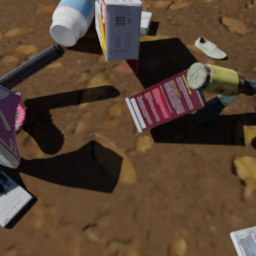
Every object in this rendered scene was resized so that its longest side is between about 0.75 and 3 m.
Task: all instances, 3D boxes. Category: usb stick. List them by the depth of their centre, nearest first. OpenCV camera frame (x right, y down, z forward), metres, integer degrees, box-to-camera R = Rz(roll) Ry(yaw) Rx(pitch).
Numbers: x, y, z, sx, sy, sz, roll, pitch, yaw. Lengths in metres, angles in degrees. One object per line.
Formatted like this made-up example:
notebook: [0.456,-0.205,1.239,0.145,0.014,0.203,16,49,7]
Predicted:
usb stick: [-3.026,-1.759,8.502,2.426,0.673,0.396,-30,90,8]

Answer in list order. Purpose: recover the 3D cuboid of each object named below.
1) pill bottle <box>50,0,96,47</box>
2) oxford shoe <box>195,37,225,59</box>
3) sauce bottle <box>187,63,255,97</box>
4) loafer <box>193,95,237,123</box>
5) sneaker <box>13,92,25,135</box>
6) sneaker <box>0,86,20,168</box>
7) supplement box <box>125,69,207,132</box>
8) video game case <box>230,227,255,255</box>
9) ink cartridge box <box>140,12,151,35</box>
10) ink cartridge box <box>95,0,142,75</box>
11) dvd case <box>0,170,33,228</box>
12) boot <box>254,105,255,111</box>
pill bottle: [-2.035,-4.285,10.640,1.316,1.316,2.421,12,59,7]
oxford shoe: [3.058,-2.962,10.398,1.260,0.364,0.474,40,63,19]
sauce bottle: [2.423,-1.120,6.934,2.061,0.667,0.667,5,54,-28]
loafer: [2.644,-0.687,8.464,0.533,1.485,0.467,48,32,-5]
sneaker: [-3.354,-0.294,8.325,0.708,0.854,1.791,-7,44,-13]
sneaker: [-3.058,-0.029,7.040,0.977,2.695,1.536,20,60,4]
supplement box: [1.050,-0.737,7.898,2.014,0.613,1.096,-22,91,29]
video game case: [3.356,3.121,6.770,1.282,0.165,1.411,-11,59,-7]
ink cartridge box: [0.514,-4.173,11.120,0.673,0.380,0.916,11,60,8]
ink cartridge box: [-0.398,-3.243,9.026,1.072,2.245,2.557,-5,40,-10]
dvd case: [-3.375,1.876,7.535,1.329,0.164,0.999,33,64,18]
boot: [4.640,-0.785,9.034,0.846,0.384,1.006,29,57,21]
